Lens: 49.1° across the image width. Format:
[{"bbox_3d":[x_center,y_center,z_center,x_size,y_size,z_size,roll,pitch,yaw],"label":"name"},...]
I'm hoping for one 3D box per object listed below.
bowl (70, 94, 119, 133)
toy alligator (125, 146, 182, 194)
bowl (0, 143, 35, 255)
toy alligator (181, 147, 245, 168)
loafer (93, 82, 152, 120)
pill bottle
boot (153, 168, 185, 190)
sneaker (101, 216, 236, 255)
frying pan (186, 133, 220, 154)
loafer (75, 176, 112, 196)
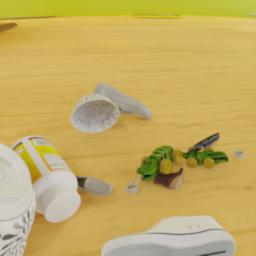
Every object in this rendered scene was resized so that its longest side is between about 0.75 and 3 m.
[{"bbox_3d":[-1.203,-0.653,9.791,1.684,1.684,0.790,-6,51,-11],"label":"bowl"},{"bbox_3d":[0.728,0.974,7.724,0.820,0.594,2.473,3,22,38],"label":"toy alligator"},{"bbox_3d":[-2.613,1.089,4.850,2.865,1.345,2.865,43,15,-15],"label":"bowl"},{"bbox_3d":[2.415,0.912,8.208,1.845,0.443,0.611,1,40,19],"label":"toy alligator"},{"bbox_3d":[-0.216,-0.873,10.771,2.506,0.875,0.876,26,10,-19],"label":"loafer"},{"bbox_3d":[-2.035,1.207,6.809,1.192,1.192,2.182,-18,41,-31],"label":"pill bottle"},{"bbox_3d":[1.146,1.302,7.701,0.731,0.318,0.879,14,35,17],"label":"boot"},{"bbox_3d":[0.728,2.262,5.459,2.588,0.945,0.916,2,17,-15],"label":"sneaker"},{"bbox_3d":[2.333,0.482,8.440,0.977,0.263,1.615,-31,-2,21],"label":"frying pan"},{"bbox_3d":[-0.966,1.474,7.168,1.172,0.409,0.410,4,67,24],"label":"loafer"}]
